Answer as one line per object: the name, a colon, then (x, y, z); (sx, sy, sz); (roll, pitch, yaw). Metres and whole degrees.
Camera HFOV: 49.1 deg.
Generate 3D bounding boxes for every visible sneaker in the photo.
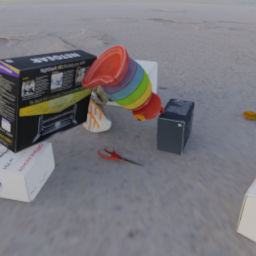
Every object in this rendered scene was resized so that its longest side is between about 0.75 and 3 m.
sneaker: (-1.297, -0.685, 9.850); (1.007, 1.020, 2.607); (-8, 32, -39)

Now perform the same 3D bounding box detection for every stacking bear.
stacking bear: (0.100, -0.975, 7.438); (1.336, 2.200, 1.251); (0, 58, 43)

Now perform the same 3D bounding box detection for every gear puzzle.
gear puzzle: (5.145, -0.261, 9.729); (2.271, 0.297, 1.176); (23, 37, 35)

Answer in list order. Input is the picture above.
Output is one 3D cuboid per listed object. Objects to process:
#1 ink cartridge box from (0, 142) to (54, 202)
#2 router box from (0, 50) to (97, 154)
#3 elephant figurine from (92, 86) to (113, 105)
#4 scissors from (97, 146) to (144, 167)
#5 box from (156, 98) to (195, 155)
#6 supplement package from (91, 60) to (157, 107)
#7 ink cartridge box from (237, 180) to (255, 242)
ink cartridge box: (-3.075, 0.941, 7.019); (1.974, 0.848, 1.446); (6, 31, 9)
router box: (-1.993, -0.798, 7.203); (0.696, 2.096, 2.666); (27, 30, 22)
elephant figurine: (-0.670, -1.304, 9.208); (1.794, 1.269, 1.392); (-10, 59, 24)
scissors: (-0.236, 0.892, 7.833); (1.380, 0.096, 0.505); (28, 41, 26)
box: (1.463, -0.079, 8.588); (0.804, 1.114, 1.501); (11, 31, 19)
supplement package: (-0.250, -1.824, 11.225); (2.589, 1.519, 1.514); (9, 31, 15)
ink cartridge box: (3.759, 1.489, 5.808); (1.970, 1.143, 2.669); (24, 39, 35)
